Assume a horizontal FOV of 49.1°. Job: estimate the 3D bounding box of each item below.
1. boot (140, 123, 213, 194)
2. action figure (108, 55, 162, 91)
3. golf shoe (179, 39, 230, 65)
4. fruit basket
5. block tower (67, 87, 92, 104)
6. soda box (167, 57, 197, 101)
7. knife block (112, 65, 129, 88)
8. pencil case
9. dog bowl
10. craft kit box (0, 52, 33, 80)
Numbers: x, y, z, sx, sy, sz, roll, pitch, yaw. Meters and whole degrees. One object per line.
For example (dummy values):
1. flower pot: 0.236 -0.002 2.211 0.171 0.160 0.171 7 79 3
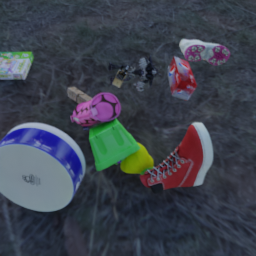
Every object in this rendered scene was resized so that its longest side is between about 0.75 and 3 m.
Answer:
1. boot: 1.150 0.905 7.201 1.709 2.368 0.858 -11 48 -7
2. action figure: 0.315 -1.711 8.887 1.800 1.070 0.919 -6 22 -11
3. golf shoe: 2.418 -2.467 8.854 1.789 0.674 0.819 3 38 -27
4. fruit basket: -0.206 0.736 8.038 1.480 2.052 2.052 -27 51 -2
5. block tower: -1.764 -1.114 10.395 0.354 0.330 1.224 -18 42 -43
6. soda box: 1.778 -1.708 9.502 0.589 0.650 1.857 18 36 -13
7. knife block: -0.192 -1.510 8.019 0.243 0.667 0.759 28 15 -5
8. pencil case: -1.057 -0.486 8.616 0.993 2.119 0.962 -12 89 -26
9. dog bowl: -2.296 1.044 7.135 2.262 2.262 0.891 7 33 7
10. craft kit box: -5.077 -2.681 12.041 1.614 0.396 1.634 1 47 -3
